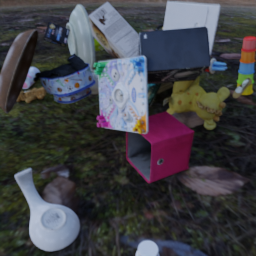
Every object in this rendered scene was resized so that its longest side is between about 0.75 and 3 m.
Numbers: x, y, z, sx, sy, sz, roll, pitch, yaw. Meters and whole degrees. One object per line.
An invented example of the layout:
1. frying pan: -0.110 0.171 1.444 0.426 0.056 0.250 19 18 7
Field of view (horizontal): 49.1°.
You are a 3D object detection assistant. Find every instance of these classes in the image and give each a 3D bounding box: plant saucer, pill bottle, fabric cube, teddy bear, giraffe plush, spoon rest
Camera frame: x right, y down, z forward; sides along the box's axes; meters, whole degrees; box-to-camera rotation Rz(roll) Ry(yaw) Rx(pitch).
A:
1. plant saucer: -2.204 -3.868 12.393 0.724 2.885 2.885 -13 34 -18
2. pill bottle: 0.411 2.915 6.080 0.517 0.904 0.517 0 31 0
3. fabric cube: 0.993 0.601 9.305 1.598 1.573 1.603 -14 33 -25
4. teddy bear: -4.884 -1.616 14.118 1.582 0.528 1.147 -18 27 -13
5. giraffe plush: 3.035 -1.224 11.950 2.250 2.394 2.774 22 46 20
6. plant saucer: -3.643 -1.887 9.136 0.464 2.891 2.891 20 27 -16
7. spoon rest: -2.282 2.218 7.613 1.253 0.765 2.522 -23 51 -32

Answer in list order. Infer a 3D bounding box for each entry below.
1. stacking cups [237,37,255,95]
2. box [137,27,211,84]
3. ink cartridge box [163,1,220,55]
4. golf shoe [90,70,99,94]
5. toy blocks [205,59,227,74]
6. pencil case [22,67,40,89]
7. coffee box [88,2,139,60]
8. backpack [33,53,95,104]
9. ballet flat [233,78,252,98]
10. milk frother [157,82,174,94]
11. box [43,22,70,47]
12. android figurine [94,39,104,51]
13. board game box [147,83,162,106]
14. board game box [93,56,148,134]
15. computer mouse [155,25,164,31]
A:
1. stacking cups: 6.021 -3.075 14.096 0.861 2.845 0.861 -5 34 3
2. box: 1.238 -2.037 8.227 1.842 1.141 1.810 -5 -4 1
3. ink cartridge box: 2.489 -3.806 11.170 1.892 1.901 2.591 11 17 12
4. golf shoe: -1.671 -1.969 11.287 2.609 1.194 0.983 -8 66 -2
5. toy blocks: 2.466 -2.090 9.506 1.456 0.529 1.213 14 21 37
6. pencil case: -5.613 -2.837 15.818 0.775 0.710 1.708 14 32 -5
7. coffee box: -0.289 -3.119 10.148 0.941 1.333 2.358 -40 82 -7
8. backpack: -1.990 -1.588 9.494 1.799 1.386 1.713 -36 25 -24
9. ballet flat: 4.323 -1.546 10.674 0.949 0.299 0.326 -47 50 -3
10. milk frother: 2.291 -2.130 14.195 1.887 1.811 2.006 -22 53 35
11. box: -2.590 -3.399 10.211 0.810 0.203 0.816 15 58 -17
12. android figurine: -0.962 -4.275 13.797 2.169 0.445 1.974 -22 3 5
13. board game box: 0.842 -2.416 14.168 0.368 1.767 2.612 15 21 -31
14. board game box: -0.274 -0.916 7.977 0.264 2.041 2.042 -11 13 -42
15. computer mouse: 1.118 -3.021 11.259 0.695 2.373 0.404 9 -2 22
